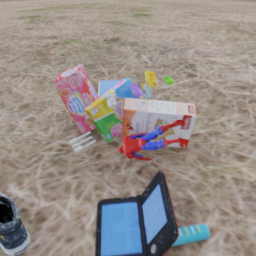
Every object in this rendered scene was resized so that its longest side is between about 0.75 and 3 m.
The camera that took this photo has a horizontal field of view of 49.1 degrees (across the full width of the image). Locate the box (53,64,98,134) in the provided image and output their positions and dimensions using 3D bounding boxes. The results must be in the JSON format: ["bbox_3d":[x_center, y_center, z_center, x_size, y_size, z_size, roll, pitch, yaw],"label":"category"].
[{"bbox_3d":[-1.934,-1.195,11.651,1.192,2.496,1.244,-22,25,6],"label":"box"}]

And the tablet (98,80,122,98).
[{"bbox_3d":[-0.834,-2.078,15.499,1.633,0.171,2.509,-2,32,-2],"label":"tablet"}]

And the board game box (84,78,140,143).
[{"bbox_3d":[-0.457,-0.707,11.143,2.122,1.624,0.428,-41,30,-17],"label":"board game box"}]

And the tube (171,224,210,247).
[{"bbox_3d":[1.422,2.943,7.620,1.530,0.385,0.592,-9,21,-6],"label":"tube"}]

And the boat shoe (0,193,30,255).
[{"bbox_3d":[-3.659,2.228,7.855,2.715,1.232,0.961,28,42,36],"label":"boat shoe"}]

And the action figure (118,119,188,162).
[{"bbox_3d":[0.906,0.525,9.510,2.858,0.933,1.415,-18,-20,42],"label":"action figure"}]

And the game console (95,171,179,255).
[{"bbox_3d":[0.133,2.386,7.584,1.372,1.992,2.312,21,29,-17],"label":"game console"}]

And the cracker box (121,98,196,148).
[{"bbox_3d":[1.055,-0.148,10.281,2.537,1.699,0.732,4,45,1],"label":"cracker box"}]

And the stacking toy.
[{"bbox_3d":[0.544,-1.380,10.774,1.978,0.616,2.623,-24,-7,27],"label":"stacking toy"}]

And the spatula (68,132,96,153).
[{"bbox_3d":[-1.623,0.507,9.986,0.856,0.595,0.069,-28,30,-2],"label":"spatula"}]
